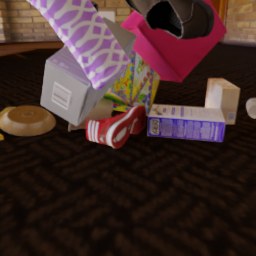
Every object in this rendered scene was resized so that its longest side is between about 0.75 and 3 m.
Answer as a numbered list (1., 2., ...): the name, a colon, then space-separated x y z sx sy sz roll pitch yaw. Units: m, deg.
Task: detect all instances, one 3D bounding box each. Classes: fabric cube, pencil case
1. fabric cube: 1.597 -3.912 11.495 2.862 2.817 2.871 -47 25 -6
2. pencil case: -0.919 -1.764 5.115 0.945 2.210 0.928 -26 17 41

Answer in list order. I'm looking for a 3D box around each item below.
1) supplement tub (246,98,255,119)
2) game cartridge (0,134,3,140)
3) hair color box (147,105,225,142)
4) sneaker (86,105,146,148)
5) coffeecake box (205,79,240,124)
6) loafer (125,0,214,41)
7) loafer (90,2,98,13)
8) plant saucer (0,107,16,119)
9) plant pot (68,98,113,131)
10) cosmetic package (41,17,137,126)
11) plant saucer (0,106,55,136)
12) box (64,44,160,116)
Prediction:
1. supplement tub: 4.912 -0.767 10.849 0.591 0.591 0.895 6 22 15
2. game cartridge: -4.486 0.310 8.726 0.904 0.147 0.797 -17 27 -39
3. hair color box: 1.863 -0.192 9.182 2.339 0.758 1.279 6 23 10
4. sneaker: -0.452 -0.221 8.988 1.445 0.980 2.502 10 21 25
5. coffeecake box: 3.475 -1.040 10.527 0.627 1.318 1.717 -1 22 -1
6. loafer: 0.772 -3.123 7.119 1.059 1.084 2.969 -29 51 -27
7. loafer: -1.715 -3.761 10.540 0.702 2.066 0.725 23 7 -28
8. plant saucer: -4.075 -0.441 10.403 1.267 0.307 1.267 -1 22 -1
9. plant pot: -1.244 -0.532 9.413 1.349 1.474 1.474 7 20 -11
10. cosmetic package: -0.906 -1.485 6.955 1.204 1.426 2.669 31 48 5
11. plant saucer: -3.455 -0.340 9.659 1.850 0.327 1.850 6 29 -4
12. box: -0.740 -1.779 10.262 2.732 1.667 2.632 12 -9 34
